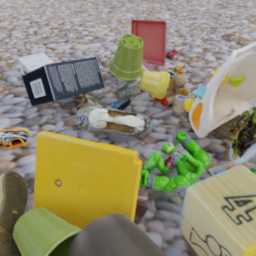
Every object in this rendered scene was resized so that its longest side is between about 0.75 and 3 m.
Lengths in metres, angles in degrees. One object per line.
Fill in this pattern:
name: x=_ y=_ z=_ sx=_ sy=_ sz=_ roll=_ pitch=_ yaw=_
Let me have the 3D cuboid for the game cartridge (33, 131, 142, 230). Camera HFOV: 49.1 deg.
game cartridge: x=-1.012 y=1.371 z=6.550 sx=2.515 sy=2.217 sz=0.408 roll=11 pitch=15 yaw=13

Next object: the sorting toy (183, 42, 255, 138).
sorting toy: x=3.311 y=-1.469 z=9.104 sx=2.948 sy=2.654 sz=1.575 roll=-25 pitch=60 yaw=-29

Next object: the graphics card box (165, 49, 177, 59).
graphics card box: x=2.074 y=-4.062 z=15.270 sx=1.006 sy=0.256 sz=0.631 roll=18 pitch=43 yaw=32

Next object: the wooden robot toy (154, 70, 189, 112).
wooden robot toy: x=1.899 y=-1.530 z=10.896 sx=1.305 sy=1.344 sz=2.962 roll=-12 pitch=36 yaw=-31

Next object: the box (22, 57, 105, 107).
box: x=-2.402 y=-1.754 z=10.584 sx=1.753 sy=1.265 sz=2.362 roll=-5 pitch=13 yaw=45

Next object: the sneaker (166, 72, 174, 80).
sneaker: x=1.442 y=-2.192 z=12.469 sx=1.539 sy=0.540 sz=0.600 roll=7 pitch=31 yaw=24

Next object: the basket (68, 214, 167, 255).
basket: x=0.099 y=2.948 z=4.831 sx=2.374 sy=1.791 sz=2.633 roll=-13 pitch=35 yaw=-29

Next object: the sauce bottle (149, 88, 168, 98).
sauce bottle: x=1.271 y=-1.465 z=11.590 sx=0.809 sy=0.267 sz=0.267 roll=-14 pitch=37 yaw=2

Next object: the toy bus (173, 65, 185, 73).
toy bus: x=2.246 y=-2.642 z=12.804 sx=0.356 sy=0.690 sz=0.651 roll=39 pitch=73 yaw=7

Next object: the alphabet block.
alphabet block: x=2.294 y=2.086 z=6.016 sx=1.656 sy=1.647 sz=1.686 roll=-19 pitch=42 yaw=-20

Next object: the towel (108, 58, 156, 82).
towel: x=0.229 y=-2.665 z=13.185 sx=2.003 sy=0.228 sz=1.443 roll=-24 pitch=60 yaw=-29

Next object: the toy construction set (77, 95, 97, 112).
toy construction set: x=-1.428 y=-0.940 z=10.507 sx=0.827 sy=0.762 sz=0.991 roll=20 pitch=35 yaw=-17

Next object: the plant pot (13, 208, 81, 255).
plant pot: x=-1.668 y=2.384 z=5.840 sx=1.368 sy=1.440 sz=1.440 roll=27 pitch=44 yaw=37

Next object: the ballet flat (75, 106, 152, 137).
ballet flat: x=-0.490 y=-0.276 z=9.328 sx=2.675 sy=0.962 sz=0.962 roll=9 pitch=37 yaw=2

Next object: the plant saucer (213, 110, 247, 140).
plant saucer: x=3.955 y=-0.238 z=10.140 sx=2.103 sy=0.310 sz=2.103 roll=2 pitch=37 yaw=-1

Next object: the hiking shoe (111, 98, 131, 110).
hiking shoe: x=-0.377 y=-0.864 z=10.600 sx=1.018 sy=0.379 sz=0.441 roll=-35 pitch=61 yaw=0

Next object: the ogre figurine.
ogre figurine: x=1.361 y=1.047 z=7.731 sx=1.372 sy=1.123 sz=2.288 roll=28 pitch=31 yaw=32

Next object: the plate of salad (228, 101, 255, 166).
plate of salad: x=3.554 y=-0.075 z=8.168 sx=0.595 sy=2.478 sz=2.478 roll=25 pitch=40 yaw=0

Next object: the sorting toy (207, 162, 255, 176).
sorting toy: x=3.181 y=1.333 z=8.192 sx=1.392 sy=0.205 sz=1.029 roll=-14 pitch=39 yaw=-18

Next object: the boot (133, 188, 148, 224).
boot: x=-0.184 y=1.412 z=7.172 sx=1.774 sy=1.653 sz=0.570 roll=13 pitch=-4 yaw=20

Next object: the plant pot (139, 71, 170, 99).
plant pot: x=0.936 y=-1.668 z=10.445 sx=0.956 sy=1.017 sz=1.017 roll=14 pitch=37 yaw=-6

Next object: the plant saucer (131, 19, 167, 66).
plant saucer: x=1.059 y=-4.232 z=13.815 sx=2.075 sy=2.072 sz=0.381 roll=18 pitch=32 yaw=35

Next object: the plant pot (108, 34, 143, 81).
plant pot: x=0.021 y=-2.747 z=10.584 sx=1.394 sy=1.324 sz=1.394 roll=6 pitch=51 yaw=-8

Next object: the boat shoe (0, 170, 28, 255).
boat shoe: x=-2.964 y=2.280 z=6.493 sx=0.903 sy=0.962 sz=2.673 roll=-30 pitch=44 yaw=15

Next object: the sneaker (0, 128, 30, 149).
sneaker: x=-4.030 y=0.410 z=9.125 sx=1.573 sy=0.616 sz=0.607 roll=-11 pitch=48 yaw=-12

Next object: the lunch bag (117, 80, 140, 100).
lunch bag: x=-0.014 y=-1.619 z=11.303 sx=0.655 sy=0.789 sz=0.940 roll=-6 pitch=-4 yaw=-32

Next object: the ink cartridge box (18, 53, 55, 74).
ink cartridge box: x=-4.199 y=-2.792 z=13.228 sx=1.303 sy=0.740 sz=1.788 roll=-23 pitch=43 yaw=-27
